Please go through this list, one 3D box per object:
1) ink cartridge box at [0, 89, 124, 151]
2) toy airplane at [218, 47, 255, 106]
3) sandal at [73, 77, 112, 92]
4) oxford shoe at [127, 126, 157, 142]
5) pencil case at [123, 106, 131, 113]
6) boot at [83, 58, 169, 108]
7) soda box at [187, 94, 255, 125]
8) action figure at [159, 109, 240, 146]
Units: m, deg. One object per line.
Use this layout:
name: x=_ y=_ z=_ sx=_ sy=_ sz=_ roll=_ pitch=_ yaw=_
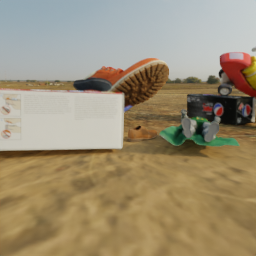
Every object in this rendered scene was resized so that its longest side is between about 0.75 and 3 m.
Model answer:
ink cartridge box: x=-1.617 y=-0.228 z=5.816 sx=2.572 sy=1.079 sz=2.258 roll=0 pitch=5 yaw=-17
toy airplane: x=4.464 y=-1.448 z=8.818 sx=2.772 sy=2.784 sz=1.965 roll=-15 pitch=-23 yaw=-35
sandal: x=-0.768 y=-0.967 z=5.997 sx=0.971 sy=0.208 sz=0.369 roll=6 pitch=-32 yaw=30
oxford shoe: x=0.368 y=0.103 z=6.501 sx=0.339 sy=0.339 sz=0.951 roll=6 pitch=8 yaw=41
pencil case: x=-0.263 y=-0.756 z=10.790 sx=0.874 sy=0.380 sz=0.341 roll=-33 pitch=-1 yaw=-13
boot: x=-0.275 y=-1.255 z=7.461 sx=2.863 sy=1.535 sz=1.074 roll=-27 pitch=-36 yaw=29
soda box: x=3.152 y=-0.710 z=9.856 sx=0.812 sy=0.907 sz=2.564 roll=-7 pitch=11 yaw=-24
action figure: x=1.473 y=-0.015 z=5.877 sx=1.352 sy=0.626 sz=2.289 roll=13 pitch=7 yaw=11
